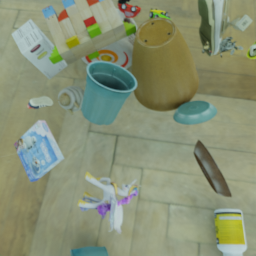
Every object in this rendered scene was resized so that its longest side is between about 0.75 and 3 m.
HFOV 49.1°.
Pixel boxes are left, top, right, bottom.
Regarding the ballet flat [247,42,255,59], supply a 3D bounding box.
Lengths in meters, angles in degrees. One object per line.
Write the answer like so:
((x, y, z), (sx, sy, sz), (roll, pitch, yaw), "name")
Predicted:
((4.229, -2.643, 8.674), (0.658, 1.962, 0.656), (-11, 79, 1), "ballet flat")

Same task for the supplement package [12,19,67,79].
((-3.271, -2.880, 10.449), (0.915, 1.651, 1.286), (-37, 60, 3), "supplement package")

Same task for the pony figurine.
((-0.514, 1.958, 7.441), (1.513, 1.260, 1.460), (10, 70, 9), "pony figurine")

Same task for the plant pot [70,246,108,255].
((-1.195, 4.406, 9.061), (1.136, 1.209, 1.209), (-10, 67, -19), "plant pot")

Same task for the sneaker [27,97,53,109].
((-2.854, -0.775, 9.020), (0.383, 0.906, 0.339), (-34, 76, 30), "sneaker")

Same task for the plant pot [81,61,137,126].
((-0.682, -0.945, 8.266), (1.483, 1.452, 1.483), (15, 39, -13), "plant pot")

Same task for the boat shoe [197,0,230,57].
((3.220, -3.761, 10.228), (0.982, 2.872, 1.073), (-27, 62, 2), "boat shoe")

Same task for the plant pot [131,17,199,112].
((1.118, -2.246, 9.454), (2.470, 2.650, 2.470), (-6, 63, 11), "plant pot")

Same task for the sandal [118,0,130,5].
((-0.059, -4.221, 9.209), (0.345, 0.917, 0.220), (-1, 90, -23), "sandal")

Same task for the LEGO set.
((3.025, -2.682, 9.108), (1.318, 0.373, 0.856), (-3, 54, 29), "LEGO set")

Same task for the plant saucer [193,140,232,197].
((2.333, 1.216, 8.033), (0.334, 1.826, 1.826), (-29, 70, 4), "plant saucer")

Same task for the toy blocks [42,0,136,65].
((-1.452, -3.476, 9.135), (2.885, 1.442, 1.972), (-24, 74, 3), "toy blocks")

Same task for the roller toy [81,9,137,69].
((-0.814, -3.513, 11.573), (2.381, 2.611, 1.824), (9, 68, -10), "roller toy")

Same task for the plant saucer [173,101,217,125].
((2.165, -0.563, 9.190), (1.429, 0.257, 1.429), (-13, 26, 7), "plant saucer")

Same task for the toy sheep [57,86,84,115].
((-1.891, -1.001, 9.755), (0.984, 1.427, 0.984), (5, 103, 22), "toy sheep")

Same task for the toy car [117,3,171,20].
((0.821, -3.976, 10.098), (2.133, 0.476, 2.007), (-2, 32, -26), "toy car")

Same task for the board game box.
((-2.547, 0.660, 7.890), (1.260, 0.275, 1.266), (-38, 74, 23), "board game box")

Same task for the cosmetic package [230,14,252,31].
((3.821, -3.582, 9.518), (0.304, 0.855, 0.450), (37, 109, -13), "cosmetic package")

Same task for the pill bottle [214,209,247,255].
((3.450, 3.633, 9.438), (0.938, 0.938, 1.675), (1, 67, 1), "pill bottle")
